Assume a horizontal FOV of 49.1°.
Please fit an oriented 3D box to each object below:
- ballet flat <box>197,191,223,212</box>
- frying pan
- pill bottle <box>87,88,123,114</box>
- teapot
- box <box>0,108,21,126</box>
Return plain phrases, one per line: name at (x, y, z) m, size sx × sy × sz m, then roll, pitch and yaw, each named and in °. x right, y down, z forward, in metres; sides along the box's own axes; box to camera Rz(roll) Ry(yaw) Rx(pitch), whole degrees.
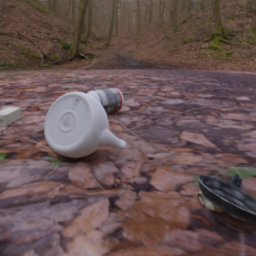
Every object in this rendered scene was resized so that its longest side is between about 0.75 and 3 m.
ballet flat at (1.888, 1.733, 6.529) m, size 0.314 × 0.314 × 0.887 m, roll -4°, pitch 17°, yaw -13°
frying pan at (2.296, 1.451, 6.663) m, size 1.676 × 0.451 × 2.771 m, roll 23°, pitch 9°, yaw -1°
pill bottle at (-1.539, -1.394, 15.455) m, size 2.371 × 1.373 × 1.373 m, roll -15°, pitch 22°, yaw -38°
teapot at (-1.614, -0.013, 9.729) m, size 2.350 × 2.381 × 1.739 m, roll -27°, pitch -24°, yaw 19°
box at (-6.025, -0.571, 13.977) m, size 0.702 × 0.584 × 1.708 m, roll 1°, pitch 16°, yaw 4°
